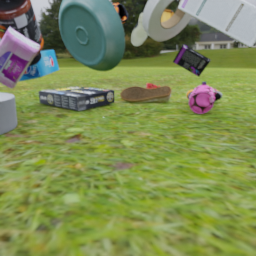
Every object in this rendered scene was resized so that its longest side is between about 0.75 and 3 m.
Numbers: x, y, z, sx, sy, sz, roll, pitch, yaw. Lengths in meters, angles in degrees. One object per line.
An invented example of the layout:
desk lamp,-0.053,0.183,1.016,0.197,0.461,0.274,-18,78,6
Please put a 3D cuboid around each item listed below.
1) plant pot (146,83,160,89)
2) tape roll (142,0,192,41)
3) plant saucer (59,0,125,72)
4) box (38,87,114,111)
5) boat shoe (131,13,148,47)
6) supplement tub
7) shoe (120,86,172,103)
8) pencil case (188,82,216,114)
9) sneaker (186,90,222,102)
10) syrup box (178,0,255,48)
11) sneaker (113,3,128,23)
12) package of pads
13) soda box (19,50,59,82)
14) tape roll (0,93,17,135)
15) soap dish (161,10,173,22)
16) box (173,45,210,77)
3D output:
plant pot,1.202,-1.765,13.782,0.718,0.788,0.788,10,15,2
tape roll,1.466,-4.019,9.598,2.222,2.222,0.406,-13,55,-41
plant saucer,-0.852,-1.921,5.723,1.759,1.759,0.316,12,39,37
box,-2.273,-1.349,12.357,2.668,0.655,2.151,12,22,38
boat shoe,0.494,-4.019,11.808,0.644,1.723,0.571,13,-21,-5
supplement tub,-2.914,-2.588,7.520,1.070,1.070,2.000,0,-30,-1
shoe,0.826,-1.470,13.041,2.388,0.835,0.637,-2,-28,6
pencil case,2.987,-1.196,11.137,1.026,0.994,2.191,-6,15,19
sneaker,3.500,-1.370,12.742,1.623,0.635,0.627,-3,30,-3
syrup box,2.909,-3.506,8.550,2.547,1.037,1.003,34,24,9
sneaker,-0.515,-4.090,11.236,0.685,1.767,0.990,-5,15,-31
package of pads,-2.672,-1.581,6.446,0.754,1.251,0.473,31,29,-27
soda box,-3.544,-2.494,10.991,0.856,0.905,2.669,-11,17,5
tape roll,-4.791,-0.401,8.159,2.864,0.946,2.864,-1,15,0
soap dish,1.416,-4.244,11.105,0.883,0.456,1.122,7,57,-9
box,2.223,-2.357,9.868,1.115,0.797,0.201,31,58,2
